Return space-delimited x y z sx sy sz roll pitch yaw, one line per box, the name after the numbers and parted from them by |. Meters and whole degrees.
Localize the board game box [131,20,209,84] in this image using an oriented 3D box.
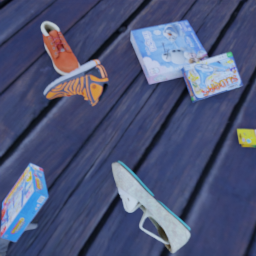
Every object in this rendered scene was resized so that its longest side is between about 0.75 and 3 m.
1.869 -3.512 12.741 2.849 0.621 2.863 -15 61 -8 | board game box

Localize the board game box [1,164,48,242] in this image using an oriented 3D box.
-3.109 2.151 8.318 1.654 0.462 1.619 -54 30 4 | board game box

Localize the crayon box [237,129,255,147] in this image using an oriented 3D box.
4.692 0.396 10.725 1.033 0.262 0.656 3 60 1 | crayon box

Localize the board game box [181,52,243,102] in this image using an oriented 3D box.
3.518 -2.132 11.763 2.247 0.387 1.521 -19 88 -10 | board game box

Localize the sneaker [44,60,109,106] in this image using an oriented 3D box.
-1.759 -1.252 9.774 2.396 0.929 1.342 -25 98 20 | sneaker

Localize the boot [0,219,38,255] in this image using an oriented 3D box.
-3.833 3.611 8.721 2.050 0.715 1.349 -6 75 -13 | boot

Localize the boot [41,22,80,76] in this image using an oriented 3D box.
-3.021 -3.427 12.250 1.024 1.463 2.729 -30 66 -18 | boot

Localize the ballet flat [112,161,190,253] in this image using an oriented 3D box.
0.454 2.209 7.718 2.976 1.004 0.928 43 73 4 | ballet flat
